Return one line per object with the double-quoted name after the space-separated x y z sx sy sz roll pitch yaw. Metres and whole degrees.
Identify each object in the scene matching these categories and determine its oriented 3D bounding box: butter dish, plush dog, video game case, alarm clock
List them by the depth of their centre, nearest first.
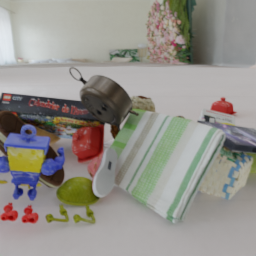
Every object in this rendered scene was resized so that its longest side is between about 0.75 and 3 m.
2.889 0.258 6.816 2.055 0.195 1.468 6 20 -22 "video game case"
-0.765 -0.804 7.285 0.682 2.047 1.381 -51 12 -26 "alarm clock"
-1.271 0.373 8.057 1.045 1.048 0.774 -19 -32 34 "butter dish"
0.414 0.301 8.425 2.150 1.725 1.846 39 47 22 "plush dog"
4.543 -1.043 13.528 1.179 0.871 1.175 15 24 40 "butter dish"

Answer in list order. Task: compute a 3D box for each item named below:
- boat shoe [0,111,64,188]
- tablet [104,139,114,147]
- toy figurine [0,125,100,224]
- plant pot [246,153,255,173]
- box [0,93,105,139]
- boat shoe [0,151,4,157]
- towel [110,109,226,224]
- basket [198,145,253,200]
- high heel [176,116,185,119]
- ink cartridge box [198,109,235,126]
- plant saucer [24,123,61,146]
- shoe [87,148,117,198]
-2.435 0.582 6.637 0.831 2.246 0.829 -19 26 30 "boat shoe"
0.291 0.422 10.043 1.380 0.145 2.120 12 21 34 "tablet"
-1.864 0.803 5.661 2.783 1.667 1.468 6 15 -8 "toy figurine"
3.251 0.794 7.548 1.023 1.113 1.113 9 16 -9 "plant pot"
-2.252 -0.251 8.808 2.986 0.563 2.039 5 -21 -9 "box"
-4.130 0.757 7.877 1.968 0.697 0.682 -25 23 -31 "boat shoe"
0.619 0.679 6.655 2.895 2.160 0.444 19 -16 50 "towel"
1.941 0.828 6.795 1.802 1.254 1.589 18 22 34 "basket"
1.822 0.098 10.318 1.810 0.646 1.290 -3 28 37 "high heel"
2.708 0.106 8.720 1.077 0.612 1.478 15 37 9 "ink cartridge box"
-3.437 0.124 8.980 2.505 0.444 2.505 18 -11 3 "plant saucer"
-0.663 1.111 6.557 0.626 0.492 1.377 -35 26 33 "shoe"
